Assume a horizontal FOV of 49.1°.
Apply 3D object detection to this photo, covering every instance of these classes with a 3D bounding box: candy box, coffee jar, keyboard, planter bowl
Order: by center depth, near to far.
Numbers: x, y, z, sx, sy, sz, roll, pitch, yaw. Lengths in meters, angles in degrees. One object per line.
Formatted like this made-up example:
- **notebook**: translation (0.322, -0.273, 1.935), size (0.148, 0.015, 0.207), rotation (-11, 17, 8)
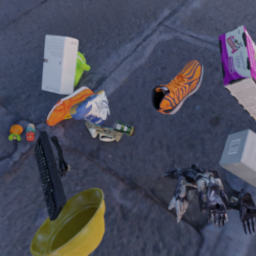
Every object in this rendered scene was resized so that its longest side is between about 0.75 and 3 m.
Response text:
- **planter bowl**: translation (-1.308, 2.669, 7.237), size (2.239, 2.239, 0.932), rotation (-41, 106, -24)
- **keyboard**: translation (-2.098, 1.054, 7.508), size (0.262, 1.619, 2.548), rotation (7, 38, -38)
- **coffee jar**: translation (-0.119, 0.047, 9.525), size (0.758, 0.395, 0.323), rotation (21, 77, -16)
- **candy box**: translation (4.199, -1.735, 9.645), size (0.909, 2.979, 2.031), rotation (-16, 60, 36)

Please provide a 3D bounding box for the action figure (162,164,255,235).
- **action figure**: translation (1.920, 1.799, 7.346), size (1.771, 2.981, 1.521), rotation (6, 93, -9)

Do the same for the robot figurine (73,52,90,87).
- **robot figurine**: translation (-2.771, -2.776, 13.207), size (1.857, 1.224, 2.116), rotation (6, 56, 19)

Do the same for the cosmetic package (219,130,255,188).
- **cosmetic package**: translation (3.687, 1.019, 7.831), size (1.986, 0.895, 1.061), rotation (34, 65, -15)

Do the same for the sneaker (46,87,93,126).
- **sneaker**: translation (-2.442, -0.861, 12.171), size (2.474, 0.903, 0.954), rotation (-40, 75, -19)

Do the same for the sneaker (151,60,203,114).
- **sneaker**: translation (1.561, -1.341, 9.197), size (1.183, 2.112, 0.819), rotation (6, 31, -48)

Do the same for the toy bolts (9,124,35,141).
- **toy bolts**: translation (-4.370, 0.039, 11.610), size (1.011, 0.966, 0.701), rotation (5, 48, -18)

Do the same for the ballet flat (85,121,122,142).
- **ballet flat**: translation (-1.118, 0.191, 11.679), size (1.679, 0.569, 0.632), rotation (17, 69, 7)

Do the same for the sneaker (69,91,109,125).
- **sneaker**: translation (-1.129, -0.560, 9.441), size (0.891, 1.043, 2.366), rotation (-17, 12, 20)

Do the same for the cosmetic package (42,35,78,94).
- **cosmetic package**: translation (-2.364, -2.152, 9.639), size (0.954, 1.877, 0.695), rotation (15, 14, 29)
